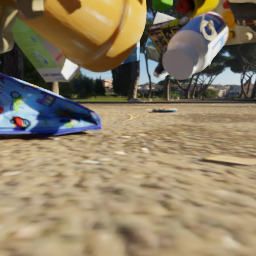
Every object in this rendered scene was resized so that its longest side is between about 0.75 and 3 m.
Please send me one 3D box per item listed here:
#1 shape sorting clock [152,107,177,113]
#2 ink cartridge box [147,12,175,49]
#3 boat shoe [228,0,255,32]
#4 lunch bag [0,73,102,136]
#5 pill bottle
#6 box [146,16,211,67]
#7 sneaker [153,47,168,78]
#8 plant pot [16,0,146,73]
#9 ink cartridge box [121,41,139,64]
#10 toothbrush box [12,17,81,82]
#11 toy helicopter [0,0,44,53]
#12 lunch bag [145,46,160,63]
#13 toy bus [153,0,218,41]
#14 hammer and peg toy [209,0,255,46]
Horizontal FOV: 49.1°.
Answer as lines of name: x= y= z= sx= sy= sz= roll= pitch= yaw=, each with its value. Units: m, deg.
shape sorting clock: x=2.016 y=-1.013 z=15.534 sx=1.412 sy=0.277 sz=1.412 roll=0 pitch=6 yaw=0
ink cartridge box: x=1.523 y=-3.258 z=9.926 sx=1.476 sy=1.081 sz=0.634 roll=19 pitch=1 yaw=-1
boat shoe: x=2.883 y=-2.373 z=5.566 sx=0.959 sy=0.821 sz=2.621 roll=-30 pitch=28 yaw=5
lunch bag: x=-2.124 y=-0.420 z=6.902 sx=2.860 sy=1.345 sz=2.153 roll=7 pitch=0 yaw=-30
pill bottle: x=1.591 y=-1.961 z=6.733 sx=1.052 sy=1.052 sz=1.875 roll=5 pitch=39 yaw=39
box: x=1.571 y=-2.484 z=8.492 sx=1.396 sy=0.386 sz=1.743 roll=2 pitch=-30 yaw=38
sneaker: x=1.216 y=-1.982 z=8.087 sx=0.436 sy=0.829 sz=1.148 roll=34 pitch=44 yaw=15
plant pot: x=-1.285 y=-2.891 z=6.714 sx=2.596 sy=2.596 sz=2.377 roll=5 pitch=-3 yaw=38
ink cartridge box: x=-0.732 y=-3.617 z=10.281 sx=1.704 sy=2.322 sz=1.696 roll=14 pitch=25 yaw=32
toothbrush box: x=-2.347 y=-3.071 z=8.493 sx=1.187 sy=2.757 sz=2.008 roll=8 pitch=53 yaw=36
toy helicopter: x=-2.378 y=-2.653 z=5.297 sx=1.159 sy=1.943 sz=2.938 roll=-40 pitch=-4 yaw=-44
lunch bag: x=1.447 y=-3.216 z=11.664 sx=1.225 sy=0.720 sz=1.005 roll=24 pitch=55 yaw=16
toy bus: x=1.125 y=-2.478 z=4.348 sx=1.656 sy=1.562 sz=0.855 roll=19 pitch=-17 yaw=-26
hammer and peg toy: x=2.917 y=-3.423 z=7.981 sx=1.525 sy=2.074 sz=0.731 roll=9 pitch=33 yaw=43
